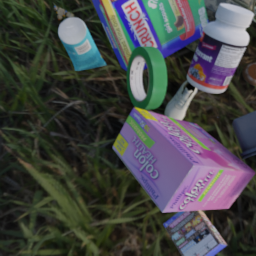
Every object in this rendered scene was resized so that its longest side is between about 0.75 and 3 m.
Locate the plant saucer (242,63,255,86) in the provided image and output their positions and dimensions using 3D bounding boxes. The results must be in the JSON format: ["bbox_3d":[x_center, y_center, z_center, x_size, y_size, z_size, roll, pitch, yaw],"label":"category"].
[{"bbox_3d":[4.891,-2.077,10.657,1.022,0.187,1.022,0,68,1],"label":"plant saucer"}]

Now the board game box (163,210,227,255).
[{"bbox_3d":[1.501,2.423,6.376,0.872,0.529,1.093,-43,50,11],"label":"board game box"}]

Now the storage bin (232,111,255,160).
[{"bbox_3d":[2.981,0.046,6.193,1.320,0.961,0.887,-25,75,12],"label":"storage bin"}]

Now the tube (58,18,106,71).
[{"bbox_3d":[-1.078,-1.807,6.735,0.883,2.282,0.575,-5,82,1],"label":"tube"}]

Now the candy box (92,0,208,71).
[{"bbox_3d":[0.722,-3.336,8.166,2.861,2.419,1.102,-30,33,-6],"label":"candy box"}]

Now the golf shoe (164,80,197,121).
[{"bbox_3d":[1.864,-0.994,9.829,0.754,0.937,1.927,27,72,8],"label":"golf shoe"}]

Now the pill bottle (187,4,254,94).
[{"bbox_3d":[2.222,-1.898,6.789,1.067,1.916,1.067,10,35,-7],"label":"pill bottle"}]

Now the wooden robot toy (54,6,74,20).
[{"bbox_3d":[-2.738,-4.693,11.671,1.015,0.447,0.461,27,106,10],"label":"wooden robot toy"}]

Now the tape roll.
[{"bbox_3d":[0.399,-1.154,6.587,0.352,1.466,1.466,-6,67,-23],"label":"tape roll"}]

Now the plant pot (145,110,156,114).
[{"bbox_3d":[0.622,0.494,8.897,1.942,1.942,1.685,33,89,12],"label":"plant pot"}]

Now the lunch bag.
[{"bbox_3d":[3.417,-4.032,10.112,1.821,2.613,2.192,31,74,12],"label":"lunch bag"}]

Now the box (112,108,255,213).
[{"bbox_3d":[1.214,0.706,6.238,2.042,2.321,1.122,48,118,44],"label":"box"}]

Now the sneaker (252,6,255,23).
[{"bbox_3d":[5.685,-4.453,11.202,0.696,0.803,1.811,-25,61,-9],"label":"sneaker"}]
